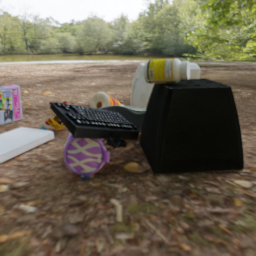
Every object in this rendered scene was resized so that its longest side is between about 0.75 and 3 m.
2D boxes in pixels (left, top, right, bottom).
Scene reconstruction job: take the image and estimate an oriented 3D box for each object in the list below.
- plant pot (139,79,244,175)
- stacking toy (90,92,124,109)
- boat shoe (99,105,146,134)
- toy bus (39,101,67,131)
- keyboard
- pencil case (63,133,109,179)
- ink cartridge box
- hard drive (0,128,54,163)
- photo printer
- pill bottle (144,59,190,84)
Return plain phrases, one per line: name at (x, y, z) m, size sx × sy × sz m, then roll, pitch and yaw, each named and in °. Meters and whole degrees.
plant pot at (1.522, -0.197, 7.138) m, size 2.189 × 1.946 × 2.194 m, roll -3°, pitch 18°, yaw -6°
stacking toy at (-0.624, -0.788, 10.931) m, size 1.513 × 1.106 × 1.106 m, roll 1°, pitch 11°, yaw -45°
boat shoe at (0.149, -0.226, 8.875) m, size 2.690 × 0.991 × 0.863 m, roll -4°, pitch 0°, yaw -1°
toy bus at (-2.322, -0.231, 9.358) m, size 0.617 × 1.126 × 1.193 m, roll 41°, pitch 24°, yaw -14°
keyboard at (-0.537, -0.056, 6.390) m, size 1.450 × 0.310 × 2.414 m, roll 46°, pitch 21°, yaw 25°
pencil case at (-0.986, 0.322, 7.019) m, size 1.012 × 0.993 × 2.367 m, roll -5°, pitch 17°, yaw -5°
ink cartridge box at (-4.782, -0.721, 9.885) m, size 0.468 × 1.331 × 2.230 m, roll 10°, pitch 19°, yaw 29°
hard drive at (-3.305, 0.427, 7.901) m, size 1.360 × 0.275 × 2.062 m, roll 7°, pitch 18°, yaw 24°
photo printer at (1.298, -1.352, 10.402) m, size 2.601 × 2.164 × 0.903 m, roll -6°, pitch 28°, yaw -28°
pill bottle at (0.915, -1.324, 6.561) m, size 1.000 × 0.562 × 0.562 m, roll 2°, pitch 17°, yaw 21°
